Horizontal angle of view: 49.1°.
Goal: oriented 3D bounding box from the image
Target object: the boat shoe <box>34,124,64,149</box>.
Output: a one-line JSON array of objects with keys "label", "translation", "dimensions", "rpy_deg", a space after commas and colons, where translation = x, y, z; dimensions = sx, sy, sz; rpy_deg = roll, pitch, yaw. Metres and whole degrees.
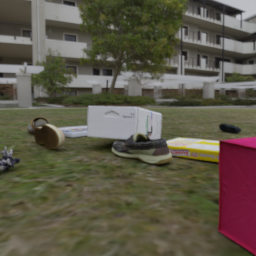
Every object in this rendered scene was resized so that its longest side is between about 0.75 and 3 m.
[{"label": "boat shoe", "translation": [-2.789, 0.286, 10.375], "dimensions": [0.782, 0.869, 2.409], "rpy_deg": [-6, 3, -34]}]

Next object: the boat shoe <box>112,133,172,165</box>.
[{"label": "boat shoe", "translation": [0.353, 0.516, 8.340], "dimensions": [0.843, 0.776, 2.360], "rpy_deg": [-9, 10, -37]}]

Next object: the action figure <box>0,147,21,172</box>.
[{"label": "action figure", "translation": [-3.110, 0.779, 6.719], "dimensions": [0.782, 0.672, 1.316], "rpy_deg": [-11, 8, 2]}]

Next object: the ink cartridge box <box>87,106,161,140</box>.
[{"label": "ink cartridge box", "translation": [-0.057, -0.127, 10.455], "dimensions": [1.924, 1.115, 2.657], "rpy_deg": [3, -1, 23]}]

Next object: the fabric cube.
[{"label": "fabric cube", "translation": [2.037, 0.815, 3.388], "dimensions": [1.328, 1.332, 1.307], "rpy_deg": [-5, 8, -21]}]

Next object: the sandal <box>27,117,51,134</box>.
[{"label": "sandal", "translation": [-4.306, -0.120, 13.501], "dimensions": [1.077, 0.719, 2.635], "rpy_deg": [-22, 17, -20]}]

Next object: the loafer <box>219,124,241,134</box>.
[{"label": "loafer", "translation": [5.222, 0.051, 14.394], "dimensions": [0.442, 0.428, 1.259], "rpy_deg": [2, 9, -28]}]

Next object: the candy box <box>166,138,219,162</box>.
[{"label": "candy box", "translation": [2.409, 0.670, 8.575], "dimensions": [2.911, 0.384, 1.488], "rpy_deg": [4, 12, 43]}]

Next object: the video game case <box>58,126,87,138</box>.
[{"label": "video game case", "translation": [-2.436, 0.174, 13.898], "dimensions": [2.063, 0.260, 2.264], "rpy_deg": [6, 8, 44]}]
